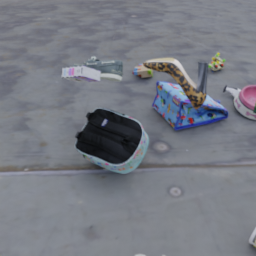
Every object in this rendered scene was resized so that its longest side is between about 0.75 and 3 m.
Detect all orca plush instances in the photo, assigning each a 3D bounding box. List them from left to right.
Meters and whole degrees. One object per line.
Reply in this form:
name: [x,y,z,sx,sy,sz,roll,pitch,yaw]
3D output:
orca plush: [5.418,-1.611,14.016,1.372,0.488,0.722,22,86,33]

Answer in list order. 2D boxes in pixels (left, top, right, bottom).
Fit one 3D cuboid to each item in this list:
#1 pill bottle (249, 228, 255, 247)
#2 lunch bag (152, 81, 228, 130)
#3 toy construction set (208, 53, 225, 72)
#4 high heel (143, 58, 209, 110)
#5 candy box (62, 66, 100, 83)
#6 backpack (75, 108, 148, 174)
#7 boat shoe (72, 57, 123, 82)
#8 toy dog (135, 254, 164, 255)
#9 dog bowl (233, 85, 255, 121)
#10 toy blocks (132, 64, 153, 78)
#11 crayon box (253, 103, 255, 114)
pill bottle: [3.837,3.062,7.266,1.173,0.653,0.653,30,46,34]
lunch bag: [2.942,-1.135,12.659,2.945,1.385,2.217,-5,33,-22]
toy construction set: [5.044,-3.813,16.607,1.654,0.762,1.085,-25,66,-19]
high heel: [1.531,-1.498,9.532,2.301,1.640,0.822,11,24,25]
candy box: [-1.331,-1.502,7.910,0.841,0.301,0.706,4,-1,37]
backpack: [-0.442,0.520,9.656,2.211,1.665,1.963,16,68,29]
boat shoe: [-1.107,-2.152,10.034,2.288,0.707,0.833,15,3,35]
toy dog: [1.101,3.964,5.481,2.944,1.942,1.418,29,84,40]
dog bowl: [5.818,-1.202,12.742,1.845,0.680,1.845,1,51,-1]
toy blocks: [0.837,-3.283,16.011,1.082,0.791,1.583,-4,31,12]
crayon box: [4.919,-1.190,9.096,0.588,1.433,2.279,16,-1,3]
